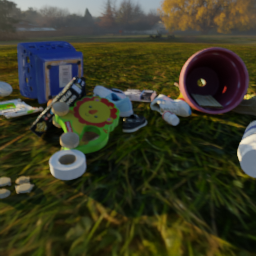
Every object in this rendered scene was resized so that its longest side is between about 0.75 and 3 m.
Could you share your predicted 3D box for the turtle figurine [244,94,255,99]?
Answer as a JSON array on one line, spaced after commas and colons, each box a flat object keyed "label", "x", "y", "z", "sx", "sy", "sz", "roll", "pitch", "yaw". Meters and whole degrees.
[{"label": "turtle figurine", "x": 6.310, "y": -1.487, "z": 13.896, "sx": 1.178, "sy": 0.470, "sz": 1.461, "roll": -6, "pitch": 22, "yaw": -14}]

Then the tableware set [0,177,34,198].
[{"label": "tableware set", "x": -2.853, "y": 1.447, "z": 6.952, "sx": 0.977, "sy": 0.113, "sz": 0.816, "roll": -5, "pitch": 23, "yaw": -18}]

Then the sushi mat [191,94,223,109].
[{"label": "sushi mat", "x": 3.548, "y": -1.245, "z": 12.768, "sx": 1.023, "sy": 0.129, "sz": 2.139, "roll": 3, "pitch": 20, "yaw": 1}]

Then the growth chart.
[{"label": "growth chart", "x": -5.270, "y": -0.875, "z": 12.722, "sx": 1.828, "sy": 0.224, "sz": 2.526, "roll": -20, "pitch": 28, "yaw": -39}]

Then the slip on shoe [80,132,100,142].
[{"label": "slip on shoe", "x": -1.192, "y": 0.123, "z": 9.762, "sx": 0.636, "sy": 0.507, "sz": 1.673, "roll": 11, "pitch": 24, "yaw": 25}]

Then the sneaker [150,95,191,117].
[{"label": "sneaker", "x": 1.834, "y": -0.829, "z": 12.078, "sx": 0.776, "sy": 0.735, "sz": 1.921, "roll": -36, "pitch": 38, "yaw": -29}]

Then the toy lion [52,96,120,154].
[{"label": "toy lion", "x": -1.245, "y": -0.178, "z": 9.006, "sx": 2.150, "sy": 0.770, "sz": 2.243, "roll": -9, "pitch": 48, "yaw": -19}]

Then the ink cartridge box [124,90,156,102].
[{"label": "ink cartridge box", "x": 0.604, "y": -1.764, "z": 14.784, "sx": 1.597, "sy": 0.350, "sz": 1.612, "roll": 5, "pitch": 20, "yaw": 14}]

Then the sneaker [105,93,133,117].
[{"label": "sneaker", "x": -0.792, "y": -1.091, "z": 12.150, "sx": 2.317, "sy": 0.949, "sz": 0.856, "roll": 7, "pitch": 20, "yaw": 31}]

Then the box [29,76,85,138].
[{"label": "box", "x": -2.541, "y": -0.825, "z": 10.301, "sx": 2.204, "sy": 0.507, "sz": 1.752, "roll": -43, "pitch": 17, "yaw": 13}]

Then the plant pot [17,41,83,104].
[{"label": "plant pot", "x": -3.792, "y": -2.780, "z": 14.218, "sx": 2.781, "sy": 2.781, "sz": 2.501, "roll": -14, "pitch": 31, "yaw": -36}]

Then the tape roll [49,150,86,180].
[{"label": "tape roll", "x": -1.640, "y": 0.986, "z": 7.629, "sx": 0.956, "sy": 0.335, "sz": 0.956, "roll": 1, "pitch": 32, "yaw": 0}]

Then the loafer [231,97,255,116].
[{"label": "loafer", "x": 5.472, "y": -1.006, "z": 12.168, "sx": 0.944, "sy": 0.837, "sz": 2.483, "roll": -19, "pitch": 28, "yaw": -39}]

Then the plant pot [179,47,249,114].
[{"label": "plant pot", "x": 3.648, "y": -2.069, "z": 12.776, "sx": 2.782, "sy": 2.782, "sz": 2.490, "roll": 1, "pitch": 6, "yaw": 2}]

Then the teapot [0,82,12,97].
[{"label": "teapot", "x": -6.718, "y": -1.991, "z": 14.989, "sx": 0.909, "sy": 0.664, "sz": 0.897, "roll": 2, "pitch": 43, "yaw": -49}]

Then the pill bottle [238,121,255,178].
[{"label": "pill bottle", "x": 3.704, "y": 0.576, "z": 7.794, "sx": 1.118, "sy": 1.118, "sz": 2.012, "roll": 11, "pitch": 25, "yaw": 27}]

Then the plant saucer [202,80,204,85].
[{"label": "plant saucer", "x": 4.776, "y": -2.404, "z": 16.068, "sx": 1.348, "sy": 0.260, "sz": 1.348, "roll": 22, "pitch": 17, "yaw": -7}]

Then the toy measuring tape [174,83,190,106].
[{"label": "toy measuring tape", "x": 2.404, "y": -1.385, "z": 13.066, "sx": 0.603, "sy": 0.603, "sz": 1.640, "roll": -8, "pitch": 52, "yaw": -20}]

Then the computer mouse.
[{"label": "computer mouse", "x": -1.240, "y": -1.511, "z": 13.035, "sx": 2.430, "sy": 1.333, "sz": 0.533, "roll": 14, "pitch": 25, "yaw": 16}]

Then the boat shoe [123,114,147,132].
[{"label": "boat shoe", "x": 0.277, "y": -0.268, "z": 10.587, "sx": 0.588, "sy": 0.553, "sz": 1.637, "roll": -3, "pitch": 11, "yaw": 26}]

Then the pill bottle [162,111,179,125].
[{"label": "pill bottle", "x": 1.696, "y": -0.386, "z": 11.181, "sx": 0.412, "sy": 0.412, "sz": 0.753, "roll": -8, "pitch": 24, "yaw": -19}]

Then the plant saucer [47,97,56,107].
[{"label": "plant saucer", "x": -3.322, "y": -1.297, "z": 13.084, "sx": 1.069, "sy": 0.200, "sz": 1.069, "roll": -28, "pitch": 6, "yaw": 3}]
